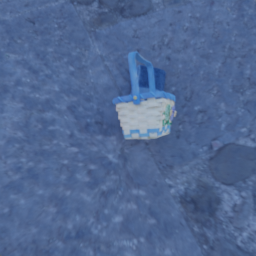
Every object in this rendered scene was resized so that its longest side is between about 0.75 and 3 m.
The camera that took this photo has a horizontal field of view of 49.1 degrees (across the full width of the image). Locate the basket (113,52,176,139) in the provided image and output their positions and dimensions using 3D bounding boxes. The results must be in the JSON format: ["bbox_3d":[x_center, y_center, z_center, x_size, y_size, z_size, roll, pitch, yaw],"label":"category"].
[{"bbox_3d":[0.619,-1.036,9.778,1.965,2.491,2.825,-10,90,20],"label":"basket"}]

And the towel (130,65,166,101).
[{"bbox_3d":[0.794,-1.507,11.552,1.307,0.568,2.341,11,64,5],"label":"towel"}]
